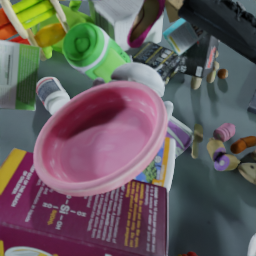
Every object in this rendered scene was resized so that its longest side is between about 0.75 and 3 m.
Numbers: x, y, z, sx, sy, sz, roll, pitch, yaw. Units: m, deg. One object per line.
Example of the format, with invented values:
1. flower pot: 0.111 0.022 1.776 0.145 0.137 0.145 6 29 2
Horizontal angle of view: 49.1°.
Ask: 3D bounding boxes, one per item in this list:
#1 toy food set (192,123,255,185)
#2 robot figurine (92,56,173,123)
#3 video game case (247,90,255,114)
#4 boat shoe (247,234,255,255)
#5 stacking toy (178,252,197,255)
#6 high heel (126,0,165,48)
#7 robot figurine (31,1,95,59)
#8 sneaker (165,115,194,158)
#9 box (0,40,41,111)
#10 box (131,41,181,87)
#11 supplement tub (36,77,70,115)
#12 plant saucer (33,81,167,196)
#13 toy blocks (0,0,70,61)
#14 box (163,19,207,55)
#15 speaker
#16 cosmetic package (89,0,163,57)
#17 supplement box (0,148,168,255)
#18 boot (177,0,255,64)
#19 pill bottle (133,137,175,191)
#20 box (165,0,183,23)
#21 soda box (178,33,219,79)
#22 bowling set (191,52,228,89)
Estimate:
1. toy food set: 3.196 0.626 7.934 2.692 0.424 1.711 17 52 -1
2. robot figurine: 0.022 -0.384 4.935 1.487 0.990 1.754 20 87 -3
3. video game case: 5.340 -1.143 9.645 1.776 0.236 2.487 25 57 17
4. boat shoe: 2.864 3.446 5.760 0.982 0.897 2.730 17 62 18
5. stacking toy: 1.161 3.094 6.468 0.949 0.405 0.405 -14 55 -15
6. high heel: 0.540 -3.166 7.870 0.660 1.959 0.942 22 15 6
7. robot figurine: -2.396 -3.682 10.593 2.856 1.652 2.505 28 88 17
8. sneaker: 0.723 0.049 8.429 2.256 0.818 1.286 35 64 23
9. box: -2.703 -1.047 5.408 1.847 1.333 0.336 2 14 -32
10. box: 0.905 -2.243 10.278 1.626 0.495 2.018 30 59 18
11. supplement tub: -2.439 -1.033 9.179 0.828 0.828 1.181 -27 58 -18
12. plant saucer: -0.346 0.134 3.785 1.862 0.472 1.862 -15 44 15
13. toy blocks: -2.542 -1.916 6.078 2.510 2.092 0.911 -29 84 -3
14. box: 1.563 -2.396 6.494 1.442 0.593 0.354 -37 31 11
15. speaker: -0.557 -1.556 6.845 1.063 2.404 1.063 -4 78 21
16. cosmetic package: -0.051 -4.110 10.797 2.209 1.823 1.821 -29 60 -18
17. supplement box: -0.818 1.570 4.318 2.504 1.639 1.292 14 37 -3
18. boot: 2.225 -2.102 5.651 2.495 0.819 2.057 27 36 -7
19. pill bottle: -0.123 0.678 6.140 2.166 1.214 1.214 7 54 5
20. box: 1.662 -4.521 9.743 0.143 1.101 1.347 -22 99 -30
21. soda box: 2.105 -2.726 7.784 0.791 2.497 0.884 24 37 28
22. bowling set: 2.933 -2.323 9.983 1.372 1.058 1.971 3 54 2
